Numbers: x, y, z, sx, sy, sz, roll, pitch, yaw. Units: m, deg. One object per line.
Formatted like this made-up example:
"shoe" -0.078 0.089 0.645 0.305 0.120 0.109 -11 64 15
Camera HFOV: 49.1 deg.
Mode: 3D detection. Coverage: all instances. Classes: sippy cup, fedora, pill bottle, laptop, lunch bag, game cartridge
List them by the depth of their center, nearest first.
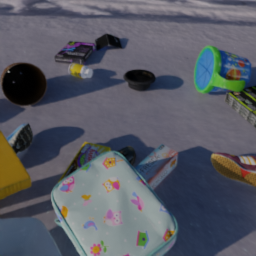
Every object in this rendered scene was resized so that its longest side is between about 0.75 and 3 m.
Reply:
"game cartridge" -4.216 1.083 6.767 2.863 0.464 2.524 -19 46 -34
"lunch bag" -0.436 2.140 6.881 2.340 1.125 2.918 -35 58 -13
"sippy cup" 4.178 -2.448 12.258 1.924 2.061 2.625 4 69 -12
"fedora" 0.502 -2.072 12.629 1.457 0.665 1.457 1 40 -1
"pill bottle" -2.262 -2.713 13.401 1.061 0.594 0.594 17 43 20
"laptop" -1.152 -4.868 16.285 1.328 0.686 1.177 11 45 -27

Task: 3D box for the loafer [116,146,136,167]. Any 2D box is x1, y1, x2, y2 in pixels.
"loafer" -0.386 1.186 8.755 0.748 0.655 2.082 19 44 26

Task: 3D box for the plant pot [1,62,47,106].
"plant pot" -4.653 -2.047 12.007 1.784 1.784 1.908 -23 31 -25

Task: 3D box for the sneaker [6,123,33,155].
"sneaker" -4.092 0.521 9.459 0.963 0.839 2.141 12 41 19

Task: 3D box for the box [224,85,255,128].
"box" 5.582 -0.873 11.318 2.286 0.562 2.367 -17 44 -17

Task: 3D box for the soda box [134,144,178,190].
"soda box" 0.698 1.360 8.584 0.683 0.635 1.996 29 48 31

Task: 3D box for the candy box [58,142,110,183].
"candy box" -1.357 1.223 9.044 0.986 0.255 1.928 13 41 12

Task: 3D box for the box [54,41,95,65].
"box" -2.857 -4.103 15.246 1.553 0.392 2.173 8 41 9

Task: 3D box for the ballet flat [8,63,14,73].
"ballet flat" -5.763 -2.845 13.786 0.381 0.360 1.129 0 40 0

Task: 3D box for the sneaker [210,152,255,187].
"sneaker" 3.594 1.196 8.811 1.946 0.729 0.877 25 39 17

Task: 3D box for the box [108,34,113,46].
"box" -1.126 -5.231 16.547 0.310 0.379 0.798 22 41 -10

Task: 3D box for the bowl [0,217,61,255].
"bowl" -2.592 2.998 6.032 2.140 0.800 2.143 9 23 -44
